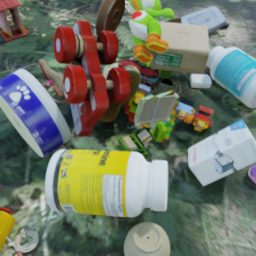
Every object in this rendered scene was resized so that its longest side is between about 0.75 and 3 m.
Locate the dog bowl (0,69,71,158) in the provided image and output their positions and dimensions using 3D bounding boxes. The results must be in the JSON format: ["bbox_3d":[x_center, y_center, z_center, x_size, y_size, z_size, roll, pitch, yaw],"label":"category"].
[{"bbox_3d":[-2.781,-0.381,8.044,0.965,2.451,2.451,-38,57,-22],"label":"dog bowl"}]

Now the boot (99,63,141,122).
[{"bbox_3d":[-0.336,-1.578,9.262,0.895,2.459,1.911,16,51,-17],"label":"boot"}]

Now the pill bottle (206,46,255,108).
[{"bbox_3d":[4.081,-2.018,10.388,1.451,1.451,2.619,-23,51,-20],"label":"pill bottle"}]

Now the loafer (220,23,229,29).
[{"bbox_3d":[4.484,-5.239,14.095,1.211,0.425,0.411,6,47,5],"label":"loafer"}]

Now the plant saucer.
[{"bbox_3d":[-0.467,-3.339,8.289,0.259,1.501,1.501,28,52,10],"label":"plant saucer"}]

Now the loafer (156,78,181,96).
[{"bbox_3d":[1.482,-1.472,9.917,0.659,0.610,1.751,13,26,19],"label":"loafer"}]

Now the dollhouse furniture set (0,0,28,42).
[{"bbox_3d":[-6.138,-5.660,13.705,1.194,1.580,2.935,-28,53,-24],"label":"dollhouse furniture set"}]

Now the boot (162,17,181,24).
[{"bbox_3d":[0.937,-3.576,9.989,1.675,0.588,1.225,-30,41,7],"label":"boot"}]

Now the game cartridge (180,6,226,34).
[{"bbox_3d":[3.642,-5.162,13.727,2.029,0.411,1.353,-19,58,-3],"label":"game cartridge"}]

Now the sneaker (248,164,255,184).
[{"bbox_3d":[4.383,1.015,7.962,1.997,0.883,0.803,-15,50,-12],"label":"sneaker"}]

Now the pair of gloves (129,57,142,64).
[{"bbox_3d":[0.233,-2.276,10.554,0.888,1.044,0.183,-18,62,17],"label":"pair of gloves"}]

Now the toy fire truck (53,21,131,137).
[{"bbox_3d":[-1.304,-1.412,8.058,1.607,2.407,2.867,-6,70,-31],"label":"toy fire truck"}]

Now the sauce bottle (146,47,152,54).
[{"bbox_3d":[1.836,-2.929,10.556,2.303,0.745,0.745,-3,47,-13],"label":"sauce bottle"}]

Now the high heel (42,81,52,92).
[{"bbox_3d":[-2.765,-1.229,9.097,0.266,0.789,0.378,38,29,-15],"label":"high heel"}]

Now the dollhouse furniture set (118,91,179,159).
[{"bbox_3d":[0.448,-0.205,8.024,1.197,2.394,0.924,-11,45,-30],"label":"dollhouse furniture set"}]

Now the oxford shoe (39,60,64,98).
[{"bbox_3d":[-2.567,-1.785,9.749,0.536,1.434,0.505,-35,24,-13],"label":"oxford shoe"}]

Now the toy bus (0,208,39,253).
[{"bbox_3d":[-3.878,2.174,6.543,2.642,1.365,2.493,-26,52,-22],"label":"toy bus"}]

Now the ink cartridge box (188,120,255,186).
[{"bbox_3d":[2.518,0.649,7.457,1.679,0.721,1.230,-33,12,22],"label":"ink cartridge box"}]

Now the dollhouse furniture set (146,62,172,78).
[{"bbox_3d":[1.313,-3.068,11.661,1.077,0.832,2.155,0,48,-11],"label":"dollhouse furniture set"}]

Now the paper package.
[{"bbox_3d":[1.647,-2.574,8.929,1.726,0.893,1.646,8,47,4],"label":"paper package"}]

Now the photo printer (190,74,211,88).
[{"bbox_3d":[2.864,-1.842,11.031,0.785,0.273,0.653,2,46,1],"label":"photo printer"}]

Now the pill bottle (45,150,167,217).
[{"bbox_3d":[-0.416,1.249,6.407,2.583,1.452,1.452,1,47,9],"label":"pill bottle"}]

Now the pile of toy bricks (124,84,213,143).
[{"bbox_3d":[1.185,-0.255,8.979,2.899,1.608,1.431,21,86,5],"label":"pile of toy bricks"}]

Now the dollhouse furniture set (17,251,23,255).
[{"bbox_3d":[-2.085,3.471,5.498,2.740,1.114,1.474,33,55,27],"label":"dollhouse furniture set"}]

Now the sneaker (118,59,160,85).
[{"bbox_3d":[0.294,-1.747,9.206,1.395,0.666,0.553,20,67,-1],"label":"sneaker"}]

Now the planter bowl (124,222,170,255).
[{"bbox_3d":[0.447,2.670,6.507,1.111,0.748,1.111,0,47,1],"label":"planter bowl"}]

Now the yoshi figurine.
[{"bbox_3d":[0.580,-2.814,7.453,1.176,1.172,2.093,-7,74,0],"label":"yoshi figurine"}]

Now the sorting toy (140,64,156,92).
[{"bbox_3d":[0.520,-1.881,9.938,0.580,1.413,0.849,-41,44,24],"label":"sorting toy"}]
